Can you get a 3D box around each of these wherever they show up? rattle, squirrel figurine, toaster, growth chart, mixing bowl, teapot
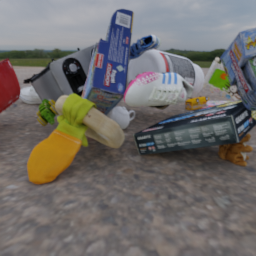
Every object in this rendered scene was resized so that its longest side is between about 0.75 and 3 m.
[{"bbox_3d":[-1.268,0.492,7.253,1.952,2.142,2.998,17,-12,-11],"label":"rattle"},{"bbox_3d":[2.581,0.415,6.798,0.832,0.777,0.589,11,18,34],"label":"squirrel figurine"},{"bbox_3d":[-1.813,-1.631,9.458,2.382,1.563,2.634,-34,14,-32],"label":"toaster"},{"bbox_3d":[4.379,-1.830,11.448,2.555,1.849,0.227,25,51,19],"label":"growth chart"},{"bbox_3d":[-4.477,-1.132,9.337,2.288,1.239,2.288,-34,20,14],"label":"mixing bowl"},{"bbox_3d":[-0.265,-0.421,9.467,0.882,0.653,0.894,32,21,-1],"label":"teapot"}]

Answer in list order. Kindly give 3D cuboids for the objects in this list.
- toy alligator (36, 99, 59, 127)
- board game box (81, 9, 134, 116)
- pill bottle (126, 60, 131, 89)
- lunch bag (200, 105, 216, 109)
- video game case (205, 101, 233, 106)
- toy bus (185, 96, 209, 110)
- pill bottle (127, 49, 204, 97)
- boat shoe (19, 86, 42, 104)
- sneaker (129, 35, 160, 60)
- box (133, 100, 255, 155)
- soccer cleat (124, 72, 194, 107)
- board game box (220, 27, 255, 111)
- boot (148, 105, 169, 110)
[{"bbox_3d":[-2.314,-0.558,7.865,0.600,0.435,1.809,-41,30,0],"label":"toy alligator"},{"bbox_3d":[-0.693,-1.372,7.478,0.790,2.562,2.561,13,-28,-15],"label":"board game box"},{"bbox_3d":[-0.107,-2.100,11.032,1.778,1.030,1.030,-38,34,-28],"label":"pill bottle"},{"bbox_3d":[3.463,-0.448,10.307,1.433,0.587,1.262,1,15,-4],"label":"lunch bag"},{"bbox_3d":[4.947,-1.032,13.210,2.511,0.226,1.798,-1,15,-4],"label":"video game case"},{"bbox_3d":[3.253,-1.176,13.139,1.306,0.511,0.425,-13,18,-37],"label":"toy bus"},{"bbox_3d":[1.528,-1.912,10.609,2.966,1.718,1.718,-2,12,-45],"label":"pill bottle"},{"bbox_3d":[-4.341,-1.818,13.979,2.972,0.971,1.093,5,52,21],"label":"boat shoe"},{"bbox_3d":[0.335,-2.230,7.628,1.059,0.392,0.436,-23,-12,21],"label":"sneaker"},{"bbox_3d":[1.776,-0.047,7.080,2.651,0.610,2.107,-12,8,42],"label":"box"},{"bbox_3d":[0.762,-0.811,6.092,0.875,0.708,2.027,34,35,25],"label":"soccer cleat"},{"bbox_3d":[2.305,-1.174,5.381,0.437,1.418,1.418,-15,-19,5],"label":"board game box"},{"bbox_3d":[0.582,-0.728,7.274,0.657,0.368,0.951,17,-11,-32],"label":"boot"}]
